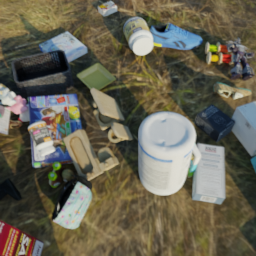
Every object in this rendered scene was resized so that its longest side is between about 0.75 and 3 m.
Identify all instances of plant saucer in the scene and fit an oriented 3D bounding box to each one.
[{"bbox_3d":[-1.414,-2.153,12.400,1.263,0.306,1.263,-36,68,-24],"label":"plant saucer"}]

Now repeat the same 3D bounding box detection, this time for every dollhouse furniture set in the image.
[{"bbox_3d":[-1.183,0.354,8.649,2.153,1.754,2.047,-29,77,12],"label":"dollhouse furniture set"}]

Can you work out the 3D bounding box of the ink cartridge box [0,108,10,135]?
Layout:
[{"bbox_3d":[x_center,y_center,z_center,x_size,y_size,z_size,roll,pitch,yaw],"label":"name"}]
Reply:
[{"bbox_3d":[-5.014,-0.386,10.328,0.251,1.233,1.236,-31,51,29],"label":"ink cartridge box"}]

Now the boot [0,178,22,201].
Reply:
[{"bbox_3d":[-4.067,2.207,9.251,0.756,0.341,0.922,-37,82,-9],"label":"boot"}]

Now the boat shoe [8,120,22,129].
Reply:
[{"bbox_3d":[-4.573,-0.120,10.961,0.775,0.279,0.279,3,30,-5],"label":"boat shoe"}]

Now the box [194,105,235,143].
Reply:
[{"bbox_3d":[3.333,-0.186,10.818,0.876,0.632,1.180,-32,59,-22],"label":"box"}]

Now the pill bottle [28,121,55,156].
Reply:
[{"bbox_3d":[-2.883,0.363,9.381,0.615,0.615,1.056,-23,84,-16],"label":"pill bottle"}]

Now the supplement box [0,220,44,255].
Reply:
[{"bbox_3d":[-3.435,3.192,6.909,0.883,2.899,1.578,-7,52,20],"label":"supplement box"}]

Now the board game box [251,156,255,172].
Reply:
[{"bbox_3d":[5.161,1.703,8.451,0.671,2.157,2.858,8,51,-22],"label":"board game box"}]

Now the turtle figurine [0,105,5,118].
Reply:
[{"bbox_3d":[-4.473,0.213,8.366,1.319,1.961,2.620,-23,47,13],"label":"turtle figurine"}]

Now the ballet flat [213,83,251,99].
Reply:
[{"bbox_3d":[4.401,-1.495,11.940,1.559,0.550,0.509,15,81,14],"label":"ballet flat"}]

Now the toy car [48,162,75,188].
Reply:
[{"bbox_3d":[-2.117,1.675,9.423,0.936,0.769,0.738,14,56,1],"label":"toy car"}]

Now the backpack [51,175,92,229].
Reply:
[{"bbox_3d":[-1.719,2.319,8.668,0.937,1.236,1.481,29,61,-7],"label":"backpack"}]

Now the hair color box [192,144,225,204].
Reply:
[{"bbox_3d":[2.751,1.534,9.599,0.955,0.585,1.929,8,55,6],"label":"hair color box"}]

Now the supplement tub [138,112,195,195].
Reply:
[{"bbox_3d":[1.136,0.861,8.839,1.656,2.510,1.656,-1,51,1],"label":"supplement tub"}]

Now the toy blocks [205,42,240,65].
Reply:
[{"bbox_3d":[4.529,-3.527,13.299,1.558,0.566,1.299,3,54,2],"label":"toy blocks"}]

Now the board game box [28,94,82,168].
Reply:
[{"bbox_3d":[-2.656,0.032,10.332,1.839,0.468,2.717,-5,63,-15],"label":"board game box"}]

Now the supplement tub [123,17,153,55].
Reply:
[{"bbox_3d":[0.504,-4.419,13.552,1.182,1.182,1.638,-12,54,-8],"label":"supplement tub"}]

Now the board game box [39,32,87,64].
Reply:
[{"bbox_3d":[-3.157,-3.845,13.646,1.673,0.363,1.665,-35,61,-23],"label":"board game box"}]

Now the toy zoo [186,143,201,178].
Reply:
[{"bbox_3d":[1.982,0.815,9.428,0.175,1.706,1.120,-17,55,-13],"label":"toy zoo"}]

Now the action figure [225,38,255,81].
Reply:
[{"bbox_3d":[5.107,-3.209,12.740,1.416,0.755,2.177,7,68,-13],"label":"action figure"}]

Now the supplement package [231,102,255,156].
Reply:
[{"bbox_3d":[4.616,0.022,10.324,0.840,1.180,1.515,-18,55,-13],"label":"supplement package"}]

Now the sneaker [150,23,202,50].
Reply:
[{"bbox_3d":[2.361,-4.531,13.755,2.659,1.042,0.876,6,52,3],"label":"sneaker"}]

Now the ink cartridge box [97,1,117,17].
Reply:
[{"bbox_3d":[-1.219,-6.738,15.749,0.892,0.374,0.783,-32,59,-20],"label":"ink cartridge box"}]

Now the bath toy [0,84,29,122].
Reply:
[{"bbox_3d":[-4.347,-0.901,10.430,0.885,2.393,1.041,-30,59,9],"label":"bath toy"}]

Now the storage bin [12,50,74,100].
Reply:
[{"bbox_3d":[-3.653,-2.307,12.108,2.277,1.068,1.540,-17,56,-11],"label":"storage bin"}]
